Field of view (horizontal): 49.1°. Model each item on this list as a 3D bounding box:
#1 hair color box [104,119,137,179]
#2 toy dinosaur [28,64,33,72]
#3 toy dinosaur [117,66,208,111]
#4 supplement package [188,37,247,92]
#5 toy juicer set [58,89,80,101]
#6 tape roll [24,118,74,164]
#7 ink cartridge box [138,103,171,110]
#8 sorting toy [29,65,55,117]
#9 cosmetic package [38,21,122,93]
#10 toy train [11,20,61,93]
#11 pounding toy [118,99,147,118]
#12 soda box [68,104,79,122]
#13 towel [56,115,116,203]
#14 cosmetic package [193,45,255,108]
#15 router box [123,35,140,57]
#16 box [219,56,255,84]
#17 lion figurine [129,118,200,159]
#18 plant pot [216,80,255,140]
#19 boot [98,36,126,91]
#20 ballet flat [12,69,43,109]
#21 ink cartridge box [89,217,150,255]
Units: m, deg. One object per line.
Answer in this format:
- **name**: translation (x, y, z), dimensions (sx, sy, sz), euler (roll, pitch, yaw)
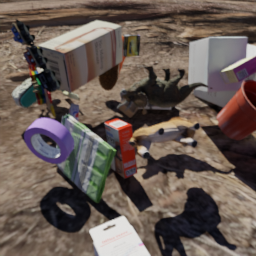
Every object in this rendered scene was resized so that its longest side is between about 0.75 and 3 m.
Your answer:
- **hair color box**: translation (-0.203, 0.574, 7.879), dimensions (0.469, 1.467, 0.814), euler (-20, 23, -27)
- **toy dinosaur**: translation (-3.748, -1.761, 11.011), dimensions (0.742, 1.412, 1.282), euler (-40, 17, 15)
- **toy dinosaur**: translation (1.054, -1.200, 8.888), dimensions (2.767, 1.415, 1.065), euler (4, 10, -8)
- **supplement package**: translation (2.998, -2.151, 9.644), dimensions (1.319, 1.715, 1.793), euler (-3, 12, -7)
- **toy juicer set**: translation (-3.152, -1.989, 11.672), dimensions (0.726, 2.667, 1.697), euler (-39, 10, -19)
- **tape roll**: translation (-2.053, 0.358, 7.302), dimensions (1.241, 1.241, 0.407), euler (10, 40, 16)
- **ink cartridge box**: translation (1.057, -1.237, 11.384), dimensions (1.436, 0.599, 1.043), euler (2, 32, 11)
- **sorting toy**: translation (-2.905, -1.235, 9.234), dimensions (0.385, 1.098, 2.278), euler (-17, 48, -20)
- **cosmetic package**: translation (-1.531, -2.573, 9.829), dimensions (1.257, 1.489, 2.881), euler (22, 45, 28)
- **toy train**: translation (-2.654, -2.012, 7.925), dimensions (0.531, 2.320, 0.396), euler (-31, -4, 14)
- **pounding toy**: translation (0.253, -0.793, 10.883), dimensions (0.950, 0.435, 0.835), euler (38, 58, -7)
- **soda box**: translation (-1.747, -0.348, 8.946), dimensions (0.279, 0.300, 0.879), euler (12, 51, -21)
- **towel**: translation (-1.236, 0.768, 7.565), dimensions (0.334, 1.622, 2.174), euler (-4, 27, -46)
- **cosmetic package**: translation (4.545, -2.193, 11.762), dimensions (2.166, 2.180, 2.605), euler (-24, 39, -33)
- **router box**: translation (0.136, -3.221, 10.995), dimensions (0.634, 0.806, 0.211), euler (-7, 31, -17)
- **box**: translation (3.260, -1.672, 8.185), dimensions (0.780, 0.429, 0.887), euler (-29, 8, -2)
- **lion figurine**: translation (0.814, 0.179, 6.891), dimensions (2.302, 0.834, 1.410), euler (-2, 8, -24)
- **plant pot**: translation (3.377, -0.418, 8.053), dimensions (1.391, 1.353, 1.391), euler (14, 51, -19)
- **boot**: translation (-0.516, -2.750, 11.906), dimensions (0.896, 2.388, 1.280), euler (25, 30, 12)
- **ballet flat**: translation (-3.164, -1.831, 10.319), dimensions (2.705, 0.971, 0.971), euler (-43, 49, -20)
- **ink cartridge box**: translation (-0.117, 2.626, 5.645), dimensions (0.901, 0.522, 1.547), euler (-15, 37, -22)
